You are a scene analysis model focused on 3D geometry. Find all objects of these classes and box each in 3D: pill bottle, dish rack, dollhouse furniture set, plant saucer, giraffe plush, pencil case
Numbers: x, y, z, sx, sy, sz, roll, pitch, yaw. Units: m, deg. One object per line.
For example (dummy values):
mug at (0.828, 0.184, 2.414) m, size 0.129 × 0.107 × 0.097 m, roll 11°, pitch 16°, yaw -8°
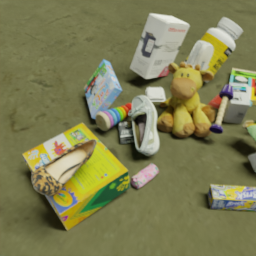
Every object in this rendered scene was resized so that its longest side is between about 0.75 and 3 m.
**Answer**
pill bottle at (4.016, -3.679, 13.256) m, size 1.545 × 2.776 × 1.545 m, roll 31°, pitch 19°, yaw -12°
dish rack at (1.263, -1.593, 12.992) m, size 0.883 × 0.224 × 1.029 m, roll 0°, pitch 41°, yaw -1°
dollhouse furniture set at (4.927, 0.008, 9.926) m, size 1.614 × 0.810 × 1.057 m, roll -5°, pitch 53°, yaw -46°
plant saucer at (4.214, -1.136, 12.476) m, size 0.982 × 0.181 × 0.984 m, roll 29°, pitch 48°, yaw 30°
giraffe plush at (2.317, -1.284, 10.989) m, size 2.415 × 2.270 × 2.799 m, roll 1°, pitch 40°, yaw 3°
pencil case at (0.533, 1.558, 9.077) m, size 0.987 × 0.432 × 0.432 m, roll -29°, pitch 48°, yaw -31°

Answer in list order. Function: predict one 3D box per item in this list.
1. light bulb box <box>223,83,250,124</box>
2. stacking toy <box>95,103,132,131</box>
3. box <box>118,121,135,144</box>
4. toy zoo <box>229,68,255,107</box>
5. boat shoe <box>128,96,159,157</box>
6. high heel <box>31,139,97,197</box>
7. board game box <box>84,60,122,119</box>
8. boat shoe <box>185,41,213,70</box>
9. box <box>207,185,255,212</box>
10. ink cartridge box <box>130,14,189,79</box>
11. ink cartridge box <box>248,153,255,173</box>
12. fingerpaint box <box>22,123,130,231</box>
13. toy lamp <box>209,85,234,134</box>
light bulb box at (4.356, -1.002, 11.379) m, size 0.740 × 1.175 × 1.185 m, roll 8°, pitch 53°, yaw 7°
stacking toy at (-0.420, -0.543, 11.102) m, size 0.757 × 0.757 × 1.772 m, roll 32°, pitch 44°, yaw 32°
box at (0.076, 0.153, 10.837) m, size 0.849 × 0.268 × 1.077 m, roll -5°, pitch 39°, yaw -3°
toy zoo at (5.763, -1.854, 13.222) m, size 1.965 × 0.306 × 2.995 m, roll 13°, pitch 42°, yaw 15°
boat shoe at (0.499, -0.181, 10.107) m, size 0.904 × 0.787 × 2.453 m, roll -26°, pitch 57°, yaw 34°
high heel at (-1.479, 0.829, 6.805) m, size 1.537 × 2.156 × 0.770 m, roll -44°, pitch 90°, yaw 1°
board game box at (-1.116, -1.604, 11.604) m, size 0.399 × 1.648 × 2.179 m, roll 22°, pitch 30°, yaw -35°
boat shoe at (2.871, -2.673, 12.590) m, size 0.904 × 2.510 × 0.860 m, roll -3°, pitch 35°, yaw -31°
box at (3.246, 2.100, 8.351) m, size 1.595 × 0.513 × 0.559 m, roll 3°, pitch 39°, yaw 2°
ink cartridge box at (1.477, -3.832, 13.259) m, size 1.144 × 2.713 × 1.964 m, roll 39°, pitch 35°, yaw 25°
ink cartridge box at (4.931, 0.903, 9.232) m, size 1.486 × 1.089 × 0.615 m, roll -14°, pitch 74°, yaw -20°
fingerpaint box at (-1.636, 1.366, 8.740) m, size 2.255 × 0.992 × 2.703 m, roll -30°, pitch 49°, yaw -23°
toy lamp at (3.515, -0.729, 10.418) m, size 0.567 × 0.567 × 1.949 m, roll 16°, pitch 71°, yaw 18°
